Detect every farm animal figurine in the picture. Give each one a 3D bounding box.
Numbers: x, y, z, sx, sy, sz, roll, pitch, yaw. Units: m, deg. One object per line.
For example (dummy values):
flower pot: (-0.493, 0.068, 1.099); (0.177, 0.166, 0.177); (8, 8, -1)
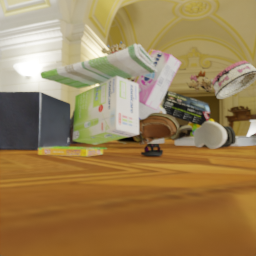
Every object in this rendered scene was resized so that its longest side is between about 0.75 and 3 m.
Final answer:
farm animal figurine: (2.930, -1.740, 11.239); (1.034, 0.545, 1.046); (27, -21, -1)

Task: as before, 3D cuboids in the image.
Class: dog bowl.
dog bowl: (3.538, -1.624, 9.400); (1.536, 0.566, 1.536); (-22, -18, -7)

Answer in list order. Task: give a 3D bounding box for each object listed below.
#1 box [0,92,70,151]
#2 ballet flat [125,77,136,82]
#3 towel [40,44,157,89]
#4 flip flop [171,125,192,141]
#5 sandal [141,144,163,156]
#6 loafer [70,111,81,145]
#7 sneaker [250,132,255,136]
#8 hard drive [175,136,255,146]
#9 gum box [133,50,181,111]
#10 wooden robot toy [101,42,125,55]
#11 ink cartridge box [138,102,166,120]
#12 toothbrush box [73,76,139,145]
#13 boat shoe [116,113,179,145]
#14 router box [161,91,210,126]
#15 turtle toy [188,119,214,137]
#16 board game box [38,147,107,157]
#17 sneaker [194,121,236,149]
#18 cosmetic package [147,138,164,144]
box: (-3.325, -0.152, 8.265); (2.616, 1.536, 2.573); (1, -2, 5)
ballet flat: (0.074, -1.720, 9.910); (1.149, 0.388, 0.358); (-40, 18, -2)
towel: (-0.776, -1.771, 8.326); (2.949, 0.453, 2.200); (-9, -4, 18)
flip flop: (2.019, 0.107, 10.730); (0.698, 0.495, 1.720); (-18, -14, -3)
sandal: (0.425, 0.381, 4.936); (0.345, 0.220, 0.918); (0, -2, 10)
loafer: (-1.888, -0.155, 11.157); (0.908, 1.037, 2.885); (20, -35, -19)
sneaker: (6.377, 0.457, 13.545); (1.030, 0.853, 2.160); (-14, -10, 29)
hard drive: (3.470, 0.528, 11.174); (1.765, 0.357, 2.676); (1, -2, -44)
gum box: (0.866, -1.682, 9.476); (0.626, 1.893, 1.074); (22, 7, -42)
wooden robot toy: (-0.374, -2.168, 8.005); (0.754, 0.332, 0.342); (-10, -27, 18)
ink cartridge box: (0.256, -0.715, 11.332); (1.798, 1.820, 0.428); (-39, 6, 20)
toothbrush box: (-0.720, -0.436, 8.589); (0.927, 1.568, 2.153); (14, -20, -42)
boat shoe: (0.495, 0.164, 8.578); (0.829, 0.877, 2.439); (-47, 20, -29)
router box: (2.428, -0.855, 11.943); (1.996, 0.620, 1.496); (18, 24, 3)
turtle toy: (3.138, 0.043, 12.387); (0.978, 0.678, 1.342); (-15, 6, -33)
board game box: (-0.995, 0.419, 5.053); (1.147, 0.172, 0.548); (-4, -2, 24)
sneaker: (2.803, 0.202, 8.425); (1.116, 0.795, 2.250); (-5, -6, -3)
cosmetic package: (1.224, 0.625, 14.909); (0.679, 0.417, 1.645); (1, -2, -22)
